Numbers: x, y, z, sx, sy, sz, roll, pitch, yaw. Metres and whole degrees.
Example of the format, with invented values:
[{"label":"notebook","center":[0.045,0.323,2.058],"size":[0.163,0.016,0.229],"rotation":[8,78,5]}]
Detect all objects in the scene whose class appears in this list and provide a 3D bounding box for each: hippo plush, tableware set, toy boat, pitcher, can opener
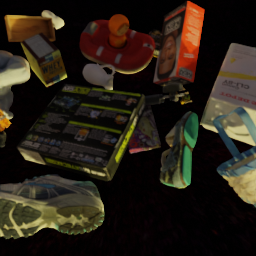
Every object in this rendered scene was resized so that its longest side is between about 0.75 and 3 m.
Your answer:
[{"label":"hippo plush","center":[-3.508,-1.005,7.780],"size":[1.637,1.653,2.055],"rotation":[-2,40,-12]},{"label":"tableware set","center":[1.601,-1.076,8.769],"size":[0.561,0.128,0.833],"rotation":[-15,53,-10]},{"label":"toy boat","center":[-0.318,-2.928,9.107],"size":[2.487,1.626,1.623],"rotation":[22,62,5]},{"label":"pitcher","center":[-0.883,-1.707,8.738],"size":[0.986,0.846,0.598],"rotation":[32,31,17]},{"label":"can opener","center":[0.827,-0.889,7.797],"size":[1.543,0.513,0.406],"rotation":[-10,4,31]}]

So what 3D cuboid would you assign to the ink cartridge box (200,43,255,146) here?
[{"label":"ink cartridge box","center":[3.495,-1.020,7.982],"size":[2.011,1.155,2.770],"rotation":[20,53,15]}]

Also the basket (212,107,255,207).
[{"label":"basket","center":[2.674,0.602,6.196],"size":[1.481,1.877,2.129],"rotation":[-33,86,1]}]

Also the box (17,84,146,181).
[{"label":"box","center":[-1.155,-0.047,7.409],"size":[2.603,0.619,2.514],"rotation":[10,49,21]}]

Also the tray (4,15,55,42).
[{"label":"tray","center":[-3.238,-3.294,9.349],"size":[1.543,0.761,0.286],"rotation":[-16,13,-42]}]

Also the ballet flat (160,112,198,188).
[{"label":"ballet flat","center":[1.269,0.475,7.197],"size":[0.860,0.860,2.318],"rotation":[13,48,10]}]

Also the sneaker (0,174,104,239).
[{"label":"sneaker","center":[-1.959,1.586,6.064],"size":[2.811,1.091,1.214],"rotation":[8,28,-14]}]

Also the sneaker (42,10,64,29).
[{"label":"sneaker","center":[-3.108,-4.281,11.146],"size":[1.131,0.426,0.500],"rotation":[32,70,21]}]

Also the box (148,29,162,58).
[{"label":"box","center":[1.252,-2.991,10.151],"size":[1.386,0.342,1.107],"rotation":[26,55,19]}]

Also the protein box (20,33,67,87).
[{"label":"protein box","center":[-2.679,-2.178,8.983],"size":[0.771,1.134,1.142],"rotation":[-33,59,-19]}]

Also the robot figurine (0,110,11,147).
[{"label":"robot figurine","center":[-3.600,-0.162,6.832],"size":[2.042,1.481,0.594],"rotation":[-11,26,43]}]

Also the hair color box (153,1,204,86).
[{"label":"hair color box","center":[1.510,-2.437,8.429],"size":[0.693,1.149,2.264],"rotation":[13,81,-27]}]

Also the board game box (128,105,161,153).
[{"label":"board game box","center":[0.352,0.002,7.833],"size":[0.854,0.230,1.423],"rotation":[-14,52,4]}]
